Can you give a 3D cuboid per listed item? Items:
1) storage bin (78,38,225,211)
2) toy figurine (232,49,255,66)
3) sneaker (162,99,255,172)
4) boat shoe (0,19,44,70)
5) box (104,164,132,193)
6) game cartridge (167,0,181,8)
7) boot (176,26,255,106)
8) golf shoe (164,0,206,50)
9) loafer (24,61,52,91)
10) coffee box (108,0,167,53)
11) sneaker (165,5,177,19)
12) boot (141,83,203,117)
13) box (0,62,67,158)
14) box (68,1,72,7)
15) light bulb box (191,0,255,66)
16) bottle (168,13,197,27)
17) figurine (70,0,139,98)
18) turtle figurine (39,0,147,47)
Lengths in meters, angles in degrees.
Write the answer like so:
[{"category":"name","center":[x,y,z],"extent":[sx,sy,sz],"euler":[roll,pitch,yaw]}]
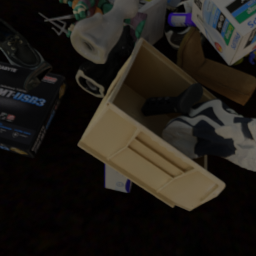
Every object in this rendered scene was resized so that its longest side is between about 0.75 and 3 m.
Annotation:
[{"category":"storage bin","center":[0.780,-0.127,6.336],"extent":[2.884,1.361,2.904],"euler":[35,38,-12]},{"category":"toy figurine","center":[3.980,-2.355,8.739],"extent":[1.352,0.713,0.810],"euler":[-34,51,-14]},{"category":"sneaker","center":[2.366,-0.029,6.302],"extent":[2.869,1.145,1.867],"euler":[-2,29,28]},{"category":"boat shoe","center":[-3.708,-2.666,9.033],"extent":[2.590,0.733,0.889],"euler":[40,70,19]},{"category":"box","center":[-0.125,0.711,6.875],"extent":[0.659,1.155,1.255],"euler":[10,42,6]},{"category":"game cartridge","center":[1.253,-4.495,8.903],"extent":[1.488,0.992,0.301],"euler":[38,38,15]},{"category":"boot","center":[2.427,-1.629,7.529],"extent":[2.195,1.922,0.726],"euler":[28,76,14]},{"category":"golf shoe","center":[2.255,-3.540,8.305],"extent":[2.828,1.336,1.099],"euler":[-50,51,16]},{"category":"loafer","center":[-2.160,-1.222,6.716],"extent":[0.264,0.302,0.841],"euler":[34,86,22]},{"category":"coffee box","center":[0.179,-3.407,8.774],"extent":[1.445,1.459,1.461],"euler":[31,57,22]},{"category":"sneaker","center":[1.573,-4.150,9.807],"extent":[2.609,0.987,1.144],"euler":[33,79,23]},{"category":"boot","center":[1.049,-0.677,6.840],"extent":[1.049,1.273,0.418],"euler":[-41,112,-34]},{"category":"box","center":[-3.380,-0.643,8.074],"extent":[2.515,0.625,2.496],"euler":[15,65,7]},{"category":"box","center":[-1.408,-5.376,10.553],"extent":[2.160,0.531,0.889],"euler":[-26,66,-13]},{"category":"light bulb box","center":[2.043,-2.229,5.535],"extent":[0.881,1.399,1.411],"euler":[-34,76,4]},{"category":"bottle","center":[1.517,-2.763,7.184],"extent":[0.962,0.402,0.314],"euler":[15,98,31]},{"category":"figurine","center":[-0.321,-1.732,5.477],"extent":[0.746,1.732,1.690],"euler":[29,64,10]},{"category":"turtle figurine","center":[-0.977,-2.956,7.239],"extent":[2.779,2.080,1.399],"euler":[19,94,-8]}]
